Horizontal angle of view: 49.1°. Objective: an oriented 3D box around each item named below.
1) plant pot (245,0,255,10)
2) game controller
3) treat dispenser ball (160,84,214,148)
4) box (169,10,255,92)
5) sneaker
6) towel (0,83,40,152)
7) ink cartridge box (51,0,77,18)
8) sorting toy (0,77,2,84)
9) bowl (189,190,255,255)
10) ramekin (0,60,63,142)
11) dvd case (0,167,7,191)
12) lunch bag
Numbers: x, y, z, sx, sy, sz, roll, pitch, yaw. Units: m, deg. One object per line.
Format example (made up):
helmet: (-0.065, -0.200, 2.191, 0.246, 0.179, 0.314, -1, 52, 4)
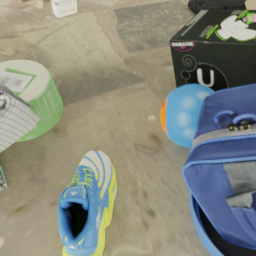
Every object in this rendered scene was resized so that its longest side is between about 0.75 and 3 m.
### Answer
plant pot: (5.107, -4.503, 10.159, 1.111, 0.985, 1.113, -7, 73, -6)
game controller: (3.784, -4.945, 11.199, 2.661, 0.560, 1.388, -8, 35, -7)
treat dispenser ball: (1.462, -0.271, 6.394, 1.443, 1.443, 1.443, 0, 49, 0)
box: (2.714, -1.470, 6.629, 2.795, 2.076, 1.737, 18, 51, 36)
sneaker: (-0.707, 1.215, 5.210, 0.934, 1.295, 2.466, 0, 49, 0)
towel: (-2.816, 0.046, 5.292, 1.933, 1.601, 0.827, -39, 85, -8)
ink cartridge box: (-2.469, -4.932, 10.642, 0.865, 1.188, 0.504, -25, 54, -20)
sorting toy: (-3.220, -0.908, 6.457, 0.627, 0.125, 0.848, -13, 51, -20)
bowl: (2.598, 1.574, 5.392, 2.876, 0.565, 2.876, 0, 49, 0)
ramekin: (-2.818, -0.780, 7.112, 2.134, 1.042, 2.134, 0, 49, 0)
dvd case: (-3.728, 1.142, 6.004, 1.897, 0.209, 1.385, -24, 53, -21)
lunch bag: (2.152, 0.731, 4.357, 1.953, 2.875, 1.902, -10, 40, 37)
